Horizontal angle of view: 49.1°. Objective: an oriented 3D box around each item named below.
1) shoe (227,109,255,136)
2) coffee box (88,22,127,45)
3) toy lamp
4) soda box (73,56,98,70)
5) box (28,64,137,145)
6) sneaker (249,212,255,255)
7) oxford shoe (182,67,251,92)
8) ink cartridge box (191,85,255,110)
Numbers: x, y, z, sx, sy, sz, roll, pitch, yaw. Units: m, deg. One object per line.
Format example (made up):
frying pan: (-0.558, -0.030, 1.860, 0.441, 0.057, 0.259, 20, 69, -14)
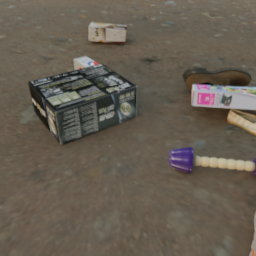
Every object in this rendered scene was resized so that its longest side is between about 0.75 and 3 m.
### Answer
shoe: (3.932, -0.147, 8.905, 1.609, 0.429, 0.563, 27, 43, 33)
coffee box: (-1.128, -5.367, 15.845, 2.069, 0.825, 1.183, 6, 33, -1)
toy lamp: (2.264, 0.890, 7.206, 2.402, 0.699, 0.699, 3, 35, 6)
soda box: (-1.538, -2.359, 11.833, 0.647, 0.697, 2.041, -22, 40, -30)
box: (-1.485, -0.935, 9.329, 2.835, 1.221, 2.322, -22, 41, -28)
sneaker: (3.403, 2.057, 5.374, 1.661, 1.150, 2.964, 23, 45, 17)
oxford shoe: (3.521, -1.645, 10.815, 2.714, 0.986, 1.146, -4, 56, -7)
ink cartridge box: (3.596, -1.004, 9.138, 2.970, 0.623, 1.772, 7, 16, 10)
